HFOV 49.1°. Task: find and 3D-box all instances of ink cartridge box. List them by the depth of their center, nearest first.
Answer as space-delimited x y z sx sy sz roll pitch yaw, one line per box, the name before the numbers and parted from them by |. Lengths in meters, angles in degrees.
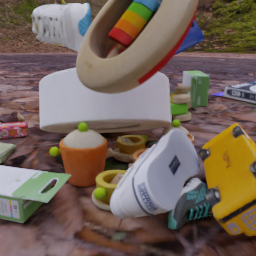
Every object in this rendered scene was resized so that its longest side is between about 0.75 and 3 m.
ink cartridge box | -1.738 1.015 4.389 1.534 0.455 0.796 5 19 14
ink cartridge box | 2.684 -1.526 10.956 0.661 1.158 2.231 -2 18 -1
ink cartridge box | 5.571 -1.619 12.208 2.642 0.579 2.667 -12 21 -31

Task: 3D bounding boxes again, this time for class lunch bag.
lunch bag | -3.137 0.046 7.592 0.806 0.330 0.710 -5 14 -17

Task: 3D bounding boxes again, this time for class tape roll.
tape roll | -0.501 -0.498 6.406 2.946 1.030 2.946 -4 -5 0

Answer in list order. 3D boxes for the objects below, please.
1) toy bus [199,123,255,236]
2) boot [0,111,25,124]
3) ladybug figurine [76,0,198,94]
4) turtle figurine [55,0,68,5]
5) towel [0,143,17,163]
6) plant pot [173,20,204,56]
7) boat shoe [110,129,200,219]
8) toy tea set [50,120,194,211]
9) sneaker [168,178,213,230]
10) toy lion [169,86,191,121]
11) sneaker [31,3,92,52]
toy bus | 1.720 0.708 4.266 0.816 0.982 2.508 -38 8 19
boot | -3.654 -0.304 8.668 0.762 0.276 0.634 21 26 41
ladybug figurine | 0.189 -1.347 3.936 1.481 2.183 0.785 45 7 40
turtle figurine | -1.991 -4.309 10.282 1.387 0.554 1.720 19 20 -20
towel | -3.053 0.576 6.116 0.857 0.211 1.155 -1 18 1
plant pot | 0.802 -3.061 9.115 2.092 1.881 2.092 -30 9 -22
boat shoe | 0.473 0.634 4.389 0.787 0.886 2.408 -29 -5 28
toy tea set | 0.077 0.331 5.422 1.770 1.102 2.977 14 23 37
sneaker | 1.014 1.124 4.113 0.561 0.477 1.230 16 25 31
toy lion | 1.028 -0.879 9.862 2.323 0.832 2.424 -3 17 13
sneaker | -1.608 -2.418 6.798 1.194 1.131 2.955 -12 24 -21
